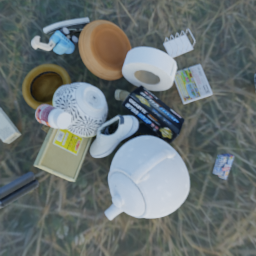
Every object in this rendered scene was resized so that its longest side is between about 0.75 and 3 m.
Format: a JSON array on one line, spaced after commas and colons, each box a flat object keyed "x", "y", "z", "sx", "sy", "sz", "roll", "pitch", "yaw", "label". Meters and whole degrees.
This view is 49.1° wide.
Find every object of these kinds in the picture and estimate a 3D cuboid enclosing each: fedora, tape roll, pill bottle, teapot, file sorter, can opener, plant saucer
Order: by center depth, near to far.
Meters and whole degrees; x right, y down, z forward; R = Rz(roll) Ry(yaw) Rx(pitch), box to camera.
[{"x": 0.363, "y": 1.676, "z": 8.490, "sx": 2.031, "sy": 2.745, "sz": 2.781, "roll": -29, "pitch": 115, "yaw": -37, "label": "teapot"}, {"x": -2.265, "y": -0.328, "z": 8.501, "sx": 1.115, "sy": 0.611, "sz": 0.611, "roll": 17, "pitch": 76, "yaw": 40, "label": "pill bottle"}, {"x": -4.300, "y": 2.272, "z": 9.554, "sx": 2.418, "sy": 0.809, "sz": 0.645, "roll": -30, "pitch": 115, "yaw": -21, "label": "can opener"}, {"x": 0.750, "y": -2.027, "z": 9.880, "sx": 1.860, "sy": 1.860, "sz": 0.651, "roll": 17, "pitch": 72, "yaw": 4, "label": "tape roll"}, {"x": -0.716, "y": -2.878, "z": 10.237, "sx": 2.228, "sy": 0.417, "sz": 2.228, "roll": 5, "pitch": 81, "yaw": -34, "label": "plant saucer"}, {"x": -2.931, "y": -1.442, "z": 10.335, "sx": 1.815, "sy": 0.740, "sz": 1.815, "roll": 0, "pitch": 87, "yaw": 0, "label": "fedora"}, {"x": 1.974, "y": -3.280, "z": 10.843, "sx": 0.984, "sy": 0.612, "sz": 0.682, "roll": -23, "pitch": 78, "yaw": -4, "label": "file sorter"}]

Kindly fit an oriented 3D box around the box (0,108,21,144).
[{"x": -4.638, "y": -0.176, "z": 10.208, "sx": 0.610, "sy": 0.508, "sz": 1.484, "roll": -38, "pitch": 81, "yaw": -6, "label": "box"}]

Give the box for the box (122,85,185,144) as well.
[{"x": 0.923, "y": -0.517, "z": 9.642, "sx": 2.078, "sy": 1.652, "sz": 0.478, "roll": 39, "pitch": 116, "yaw": 2, "label": "box"}]

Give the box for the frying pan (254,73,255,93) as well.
[{"x": 4.780, "y": -1.832, "z": 10.383, "sx": 0.208, "sy": 0.775, "sz": 1.281, "roll": -6, "pitch": 107, "yaw": 27, "label": "frying pan"}]

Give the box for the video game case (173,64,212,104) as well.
[{"x": 2.442, "y": -1.680, "z": 10.738, "sx": 1.175, "sy": 0.148, "sz": 1.291, "roll": -18, "pitch": 79, "yaw": -4, "label": "video game case"}]

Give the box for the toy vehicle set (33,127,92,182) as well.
[{"x": -2.038, "y": 0.464, "z": 9.537, "sx": 1.471, "sy": 0.314, "sz": 2.368, "roll": 35, "pitch": 64, "yaw": -36, "label": "toy vehicle set"}]

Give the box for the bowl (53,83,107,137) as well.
[{"x": -1.408, "y": -0.808, "z": 9.538, "sx": 2.066, "sy": 0.970, "sz": 2.066, "roll": 24, "pitch": 50, "yaw": -32, "label": "bowl"}]

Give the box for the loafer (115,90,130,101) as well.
[{"x": -0.100, "y": -1.149, "z": 10.088, "sx": 0.360, "sy": 1.053, "sz": 0.399, "roll": 5, "pitch": 91, "yaw": 32, "label": "loafer"}]

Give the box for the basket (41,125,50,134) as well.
[{"x": -2.490, "y": 0.037, "z": 10.071, "sx": 1.000, "sy": 0.714, "sz": 0.745, "roll": 36, "pitch": 81, "yaw": 7, "label": "basket"}]

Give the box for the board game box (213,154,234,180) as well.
[{"x": 3.231, "y": 1.348, "z": 9.539, "sx": 0.268, "sy": 0.867, "sz": 0.867, "roll": 18, "pitch": 102, "yaw": 41, "label": "board game box"}]

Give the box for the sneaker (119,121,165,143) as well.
[{"x": 0.471, "y": 0.274, "z": 9.857, "sx": 1.735, "sy": 0.649, "sz": 0.921, "roll": -20, "pitch": 46, "yaw": -6, "label": "sneaker"}]

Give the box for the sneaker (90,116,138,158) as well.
[{"x": -0.701, "y": 0.237, "z": 9.376, "sx": 2.308, "sy": 0.817, "sz": 0.843, "roll": -41, "pitch": 48, "yaw": 33, "label": "sneaker"}]

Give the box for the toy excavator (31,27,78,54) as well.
[{"x": -2.602, "y": -3.003, "z": 9.995, "sx": 1.319, "sy": 0.678, "sz": 1.357, "roll": 39, "pitch": 49, "yaw": -26, "label": "toy excavator"}]

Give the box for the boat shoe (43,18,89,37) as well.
[{"x": -2.286, "y": -3.755, "z": 10.697, "sx": 1.825, "sy": 0.645, "sz": 0.581, "roll": -20, "pitch": 107, "yaw": -20, "label": "boat shoe"}]
